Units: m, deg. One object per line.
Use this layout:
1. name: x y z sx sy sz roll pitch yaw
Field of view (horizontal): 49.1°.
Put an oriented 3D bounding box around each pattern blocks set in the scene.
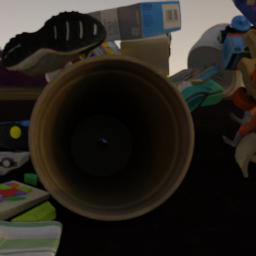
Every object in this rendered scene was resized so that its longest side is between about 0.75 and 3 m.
1. pattern blocks set: -2.338 1.280 4.832 2.498 0.230 2.842 3 9 20

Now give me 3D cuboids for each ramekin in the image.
1. ramekin: 3.657 -2.539 11.214 1.353 2.906 2.906 -38 28 -26

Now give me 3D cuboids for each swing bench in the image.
1. swing bench: 3.469 0.634 6.945 1.400 0.908 1.393 2 9 13

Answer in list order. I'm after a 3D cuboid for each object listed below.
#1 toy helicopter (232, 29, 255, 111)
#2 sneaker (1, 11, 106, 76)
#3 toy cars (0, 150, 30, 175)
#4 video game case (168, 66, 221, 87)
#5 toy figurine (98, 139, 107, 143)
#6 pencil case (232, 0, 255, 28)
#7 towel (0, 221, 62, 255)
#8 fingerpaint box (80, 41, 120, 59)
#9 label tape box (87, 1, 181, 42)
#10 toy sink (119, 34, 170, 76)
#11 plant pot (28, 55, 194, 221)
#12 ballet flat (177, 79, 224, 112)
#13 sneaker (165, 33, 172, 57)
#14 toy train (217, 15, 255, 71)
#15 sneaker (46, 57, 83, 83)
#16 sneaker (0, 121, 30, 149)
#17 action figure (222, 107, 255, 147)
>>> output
1. toy helicopter: 3.581 -1.560 7.162 1.767 2.672 1.054 11 -34 -11
2. sneaker: -1.592 -1.797 6.284 2.558 0.945 1.014 -10 -17 24
3. toy cars: -2.473 0.789 7.111 2.710 0.600 1.215 -11 15 -36
4. video game case: 2.086 -1.804 9.948 1.399 0.174 1.955 -30 19 -21
5. toy figurine: -0.815 0.163 11.150 2.543 1.341 1.523 -5 38 -14
6. pencil case: 2.871 -1.889 5.069 1.123 2.877 1.250 -32 13 43
7. towel: -1.372 1.508 3.441 0.956 0.197 1.282 -1 9 -5
8. fingerpaint box: -1.296 -2.908 11.569 0.834 2.275 1.898 -24 -16 -46
9. label tape box: -0.126 -2.870 7.668 2.575 0.851 1.845 11 28 37
10. toy sink: 0.612 -2.607 10.122 1.572 1.351 2.412 -5 23 4
11. plant pot: -0.393 0.232 5.396 2.610 2.610 2.265 -2 -7 -11
12. ballet flat: 1.809 -0.920 7.783 2.390 0.805 0.841 -17 58 -45
13. sneaker: 1.321 -3.301 11.503 0.767 1.807 0.696 -12 -41 36
14. toy train: 4.392 -2.802 9.205 2.809 1.605 1.217 -3 -21 1
15. sneaker: -1.639 -1.672 8.330 2.240 0.988 0.911 18 24 35
16. sneaker: -3.946 0.202 10.106 1.077 0.906 2.748 0 5 30
17. action figure: 4.773 -0.100 9.589 2.865 2.962 1.549 -22 46 -3
